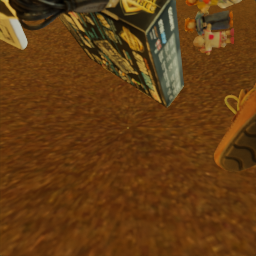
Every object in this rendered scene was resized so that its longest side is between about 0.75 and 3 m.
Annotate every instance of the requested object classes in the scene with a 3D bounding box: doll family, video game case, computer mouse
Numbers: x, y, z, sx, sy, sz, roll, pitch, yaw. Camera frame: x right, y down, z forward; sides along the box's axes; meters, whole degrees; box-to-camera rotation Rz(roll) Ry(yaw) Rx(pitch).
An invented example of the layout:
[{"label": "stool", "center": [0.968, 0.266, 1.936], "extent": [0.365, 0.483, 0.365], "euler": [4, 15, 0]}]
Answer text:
[{"label": "doll family", "center": [1.699, -2.424, 5.957], "extent": [0.990, 1.596, 0.719], "euler": [-3, 32, 15]}, {"label": "video game case", "center": [-2.809, -2.345, 4.741], "extent": [1.889, 2.076, 0.238], "euler": [26, 74, 2]}, {"label": "computer mouse", "center": [-0.811, -1.160, 2.429], "extent": [0.890, 0.356, 1.623], "euler": [-30, 36, -28]}]

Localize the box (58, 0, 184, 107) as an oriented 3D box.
[{"label": "box", "center": [-0.168, -1.443, 4.430], "extent": [2.052, 2.582, 0.594], "euler": [35, 86, 20]}]

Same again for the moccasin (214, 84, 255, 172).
[{"label": "moccasin", "center": [1.016, -0.162, 2.123], "extent": [0.406, 1.109, 0.428], "euler": [28, 4, -20]}]

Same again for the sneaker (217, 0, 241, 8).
[{"label": "sneaker", "center": [2.410, -4.422, 8.543], "extent": [2.502, 0.886, 0.914], "euler": [24, 63, -26]}]
